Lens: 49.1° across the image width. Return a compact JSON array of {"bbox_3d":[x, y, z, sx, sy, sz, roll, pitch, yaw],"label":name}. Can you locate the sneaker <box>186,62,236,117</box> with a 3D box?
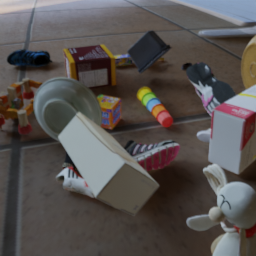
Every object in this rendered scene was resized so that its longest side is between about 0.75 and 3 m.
[{"bbox_3d":[3.375,-1.257,10.822,1.181,1.270,2.941,-28,54,16],"label":"sneaker"}]

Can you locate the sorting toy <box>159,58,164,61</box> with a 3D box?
[{"bbox_3d":[0.983,-3.729,14.860,1.956,0.262,1.457,9,15,-7],"label":"sorting toy"}]

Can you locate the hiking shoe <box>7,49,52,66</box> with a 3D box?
[{"bbox_3d":[-5.130,-3.603,14.526,2.201,0.819,0.954,-12,35,-18],"label":"hiking shoe"}]

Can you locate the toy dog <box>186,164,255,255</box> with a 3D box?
[{"bbox_3d":[1.652,2.160,4.892,1.322,2.745,1.810,-25,13,-7],"label":"toy dog"}]

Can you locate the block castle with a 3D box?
[{"bbox_3d":[-3.720,-0.761,10.173,1.557,1.093,2.330,13,39,11],"label":"block castle"}]

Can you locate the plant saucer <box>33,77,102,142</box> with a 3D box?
[{"bbox_3d":[-1.926,-0.373,8.488,2.244,2.244,0.563,7,28,10],"label":"plant saucer"}]

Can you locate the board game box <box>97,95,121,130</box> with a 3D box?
[{"bbox_3d":[-0.793,-0.578,10.068,0.839,0.839,0.840,13,36,18],"label":"board game box"}]

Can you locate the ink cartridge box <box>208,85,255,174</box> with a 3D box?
[{"bbox_3d":[3.576,-0.047,8.358,2.461,1.786,1.026,-27,34,-33],"label":"ink cartridge box"}]

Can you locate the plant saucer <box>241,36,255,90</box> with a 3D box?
[{"bbox_3d":[5.059,-2.255,10.806,0.503,2.838,2.838,-9,35,-3],"label":"plant saucer"}]

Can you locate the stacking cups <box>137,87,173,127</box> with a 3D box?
[{"bbox_3d":[0.985,-0.802,10.594,0.654,0.654,2.163,-10,36,-15],"label":"stacking cups"}]

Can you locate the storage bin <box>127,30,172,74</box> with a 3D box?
[{"bbox_3d":[0.920,-3.539,12.801,1.197,1.782,1.297,52,30,-3],"label":"storage bin"}]

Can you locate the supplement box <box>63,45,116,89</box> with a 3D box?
[{"bbox_3d":[-1.809,-2.827,12.943,1.989,1.321,1.962,-11,36,-16],"label":"supplement box"}]

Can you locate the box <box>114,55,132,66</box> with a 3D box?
[{"bbox_3d":[-0.490,-3.559,14.806,1.366,0.439,0.478,-9,35,-13],"label":"box"}]

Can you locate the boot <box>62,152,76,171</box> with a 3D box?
[{"bbox_3d":[-1.441,1.002,8.243,0.937,0.338,0.708,19,54,-11],"label":"boot"}]

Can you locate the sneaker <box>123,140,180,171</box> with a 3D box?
[{"bbox_3d":[0.411,0.740,8.137,2.254,0.832,0.986,-19,45,-18],"label":"sneaker"}]

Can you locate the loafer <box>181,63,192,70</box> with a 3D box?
[{"bbox_3d":[3.055,-3.243,14.494,0.301,0.264,0.838,27,43,34],"label":"loafer"}]

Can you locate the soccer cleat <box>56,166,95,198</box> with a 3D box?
[{"bbox_3d":[-1.372,1.504,7.386,0.596,0.480,1.400,-31,41,-30],"label":"soccer cleat"}]

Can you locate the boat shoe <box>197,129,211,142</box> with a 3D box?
[{"bbox_3d":[2.746,0.207,9.114,1.158,0.417,0.381,4,49,-14],"label":"boat shoe"}]

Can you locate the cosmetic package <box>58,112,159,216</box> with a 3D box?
[{"bbox_3d":[-0.584,0.772,6.789,0.956,1.354,2.616,-51,41,1],"label":"cosmetic package"}]
